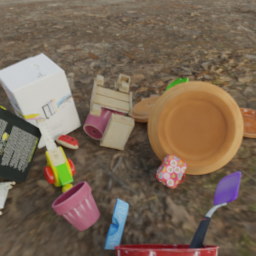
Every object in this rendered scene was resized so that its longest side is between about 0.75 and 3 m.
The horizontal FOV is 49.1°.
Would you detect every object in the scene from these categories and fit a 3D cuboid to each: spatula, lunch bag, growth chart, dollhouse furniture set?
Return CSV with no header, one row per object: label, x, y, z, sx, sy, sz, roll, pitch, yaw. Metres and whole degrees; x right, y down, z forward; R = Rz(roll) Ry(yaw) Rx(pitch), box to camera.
spatula,1.948,2.000,6.467,0.286,0.787,2.785,50,49,1
lunch bag,1.248,1.234,7.819,0.748,0.348,0.849,34,78,-3
growth chart,-3.740,1.947,7.679,0.912,0.112,1.260,-1,35,-1
dollhouse furniture set,-0.669,-0.741,9.884,1.428,1.220,2.755,14,41,-13

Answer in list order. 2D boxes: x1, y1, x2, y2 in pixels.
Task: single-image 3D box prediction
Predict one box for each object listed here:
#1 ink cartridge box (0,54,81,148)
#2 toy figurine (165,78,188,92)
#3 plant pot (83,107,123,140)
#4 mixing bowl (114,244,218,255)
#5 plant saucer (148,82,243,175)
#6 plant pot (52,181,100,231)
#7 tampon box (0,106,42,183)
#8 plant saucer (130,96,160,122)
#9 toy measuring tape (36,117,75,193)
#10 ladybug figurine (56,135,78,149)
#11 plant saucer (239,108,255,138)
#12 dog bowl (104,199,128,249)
ink cartridge box,-3.008,-0.946,9.589,1.718,2.375,1.749,-31,45,-23
toy figurine,2.153,-0.984,10.612,1.217,1.492,1.621,-36,15,19
plant pot,-0.949,-0.244,9.938,1.270,1.270,1.137,16,54,21
mixing bowl,0.712,2.792,5.259,2.008,2.008,1.088,0,70,1
plant saucer,1.962,0.027,8.212,2.802,2.802,0.524,5,4,7
plant pot,-1.103,1.798,6.310,0.917,0.821,0.917,-34,7,5
tampon box,-4.005,0.257,7.462,2.029,2.707,1.709,12,76,16
plant saucer,0.976,-0.807,10.912,1.944,0.314,1.944,-14,24,6
toy measuring tape,-2.167,0.864,8.120,0.873,0.873,2.372,-20,70,-26
ladybug figurine,-2.024,0.458,9.405,0.895,0.322,0.607,19,1,28
plant saucer,4.473,-0.169,10.539,1.775,0.286,1.775,-1,36,0
dog bowl,-0.258,2.206,6.381,0.282,1.137,0.633,14,-7,-2
